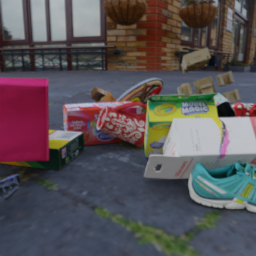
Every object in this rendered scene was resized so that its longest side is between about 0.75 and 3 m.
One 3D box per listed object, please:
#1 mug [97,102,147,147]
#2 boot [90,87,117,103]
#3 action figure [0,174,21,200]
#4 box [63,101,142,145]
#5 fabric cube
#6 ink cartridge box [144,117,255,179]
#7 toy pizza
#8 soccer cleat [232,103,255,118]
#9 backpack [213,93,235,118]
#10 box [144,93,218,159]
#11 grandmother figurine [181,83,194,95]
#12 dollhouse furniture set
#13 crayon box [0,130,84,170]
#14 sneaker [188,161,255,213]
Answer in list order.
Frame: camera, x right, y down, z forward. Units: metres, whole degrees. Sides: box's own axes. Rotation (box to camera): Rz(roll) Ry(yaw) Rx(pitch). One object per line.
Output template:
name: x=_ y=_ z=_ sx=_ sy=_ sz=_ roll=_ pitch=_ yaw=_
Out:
mug: x=-0.120 y=-0.240 z=9.119 sx=1.528 sy=1.356 sz=1.020 roll=18 pitch=-2 yaw=-19
boot: x=-0.753 y=-0.758 z=12.903 sx=1.871 sy=0.891 sz=2.419 roll=26 pitch=40 yaw=-33
action figure: x=-3.061 y=1.166 z=4.357 sx=2.779 sy=1.454 sz=2.689 roll=-23 pitch=36 yaw=-30
box: x=-0.932 y=-0.205 z=10.110 sx=2.660 sy=1.270 sz=1.326 roll=-5 pitch=16 yaw=-18
fabric cube: x=-2.853 y=-0.282 z=6.761 sx=1.820 sy=1.791 sz=1.826 roll=-2 pitch=14 yaw=-15
ink cartridge box: x=1.776 y=0.518 z=6.556 sx=2.783 sy=0.939 sz=1.621 roll=-1 pitch=-28 yaw=-4
toy pizza: x=0.423 y=-1.045 z=12.018 sx=2.834 sy=2.834 sz=0.449 roll=-17 pitch=66 yaw=-47
soccer cleat: x=5.144 y=-0.726 z=12.972 sx=1.152 sy=0.928 sz=2.705 roll=5 pitch=10 yaw=45
backpack: x=3.311 y=-0.640 z=10.716 sx=1.420 sy=1.261 sz=1.069 roll=38 pitch=16 yaw=-52
box: x=1.266 y=0.015 z=7.278 sx=1.623 sy=0.669 sz=2.765 roll=-3 pitch=-29 yaw=1
grandmother figurine: x=3.611 y=-1.941 z=16.409 sx=0.655 sy=1.312 sz=2.164 roll=-14 pitch=-20 yaw=21
dollhouse furniture set: x=3.691 y=-2.183 z=13.914 sx=2.532 sy=2.888 sz=1.919 roll=-17 pitch=-2 yaw=8
crayon box: x=-2.852 y=0.552 z=8.475 sx=2.602 sy=0.661 sz=1.652 roll=5 pitch=16 yaw=14
sneaker: x=2.425 y=1.163 z=5.731 sx=2.312 sy=0.921 sz=0.896 roll=2 pitch=16 yaw=4
